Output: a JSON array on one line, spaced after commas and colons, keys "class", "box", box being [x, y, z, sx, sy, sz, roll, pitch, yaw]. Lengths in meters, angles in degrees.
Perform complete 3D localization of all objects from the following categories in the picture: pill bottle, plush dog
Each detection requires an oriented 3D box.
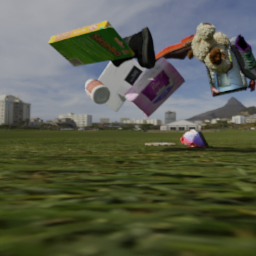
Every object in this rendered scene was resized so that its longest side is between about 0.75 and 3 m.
[{"class": "pill bottle", "box": [-1.119, -1.318, 9.865, 0.671, 0.671, 1.196, 1, 24, -25]}, {"class": "plush dog", "box": [2.615, -2.276, 8.724, 1.617, 1.389, 1.297, 9, -46, -47]}]

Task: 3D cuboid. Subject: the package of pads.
[{"class": "package of pads", "box": [0.941, -1.432, 10.028, 1.182, 1.961, 0.742, 39, 11, -36]}]

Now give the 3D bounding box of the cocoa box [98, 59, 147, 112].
[{"class": "cocoa box", "box": [-0.377, -1.949, 11.437, 1.381, 2.071, 1.359, 35, 15, -8]}]

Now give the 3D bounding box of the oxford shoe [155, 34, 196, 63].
[{"class": "oxford shoe", "box": [1.786, -2.770, 10.537, 1.899, 0.689, 0.676, -18, 27, 32]}]

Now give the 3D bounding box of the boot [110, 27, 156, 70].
[{"class": "boot", "box": [0.075, -2.344, 9.006, 1.496, 2.001, 0.753, -18, -50, 18]}]

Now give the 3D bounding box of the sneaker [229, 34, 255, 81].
[{"class": "sneaker", "box": [3.903, -2.286, 9.229, 0.609, 1.636, 0.716, -34, 2, 4]}]

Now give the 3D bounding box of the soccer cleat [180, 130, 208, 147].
[{"class": "soccer cleat", "box": [3.430, 0.683, 14.657, 0.965, 0.899, 2.636, -28, 5, 2]}]

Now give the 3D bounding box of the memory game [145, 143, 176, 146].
[{"class": "memory game", "box": [1.936, 0.997, 16.776, 1.876, 0.119, 1.876, -1, -1, 0]}]

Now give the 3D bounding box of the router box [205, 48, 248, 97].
[{"class": "router box", "box": [4.536, -2.611, 13.095, 1.559, 2.081, 0.646, -12, -13, 12]}]

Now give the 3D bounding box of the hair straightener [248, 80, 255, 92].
[{"class": "hair straightener", "box": [5.532, -2.244, 12.627, 0.270, 0.508, 1.320, -21, -43, 6]}]

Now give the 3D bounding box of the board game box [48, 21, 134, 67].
[{"class": "board game box", "box": [-1.162, -2.582, 8.851, 2.725, 0.408, 1.302, 4, -24, 38]}]
